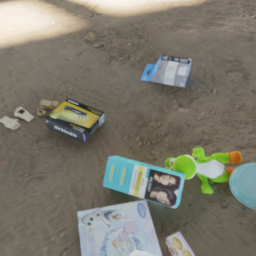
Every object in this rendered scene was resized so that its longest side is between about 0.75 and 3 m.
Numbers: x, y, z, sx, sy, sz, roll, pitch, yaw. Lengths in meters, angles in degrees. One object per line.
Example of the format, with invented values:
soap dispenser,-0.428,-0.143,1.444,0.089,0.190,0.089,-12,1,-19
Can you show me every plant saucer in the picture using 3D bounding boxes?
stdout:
plant saucer,4.156,1.799,8.810,1.828,1.828,0.329,22,37,21

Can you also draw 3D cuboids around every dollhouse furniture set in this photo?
dollhouse furniture set,-3.541,-0.817,12.588,0.813,0.452,0.719,11,70,10

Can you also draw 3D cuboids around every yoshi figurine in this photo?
yoshi figurine,2.543,1.383,9.527,2.545,1.425,1.430,-1,48,3

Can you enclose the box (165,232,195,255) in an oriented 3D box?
box,1.803,3.944,7.517,0.482,0.450,2.326,-18,47,-18

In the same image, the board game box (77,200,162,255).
board game box,-0.277,3.315,8.146,2.183,0.476,2.194,-8,45,-8

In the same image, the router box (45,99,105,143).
router box,-2.236,-0.349,11.892,1.999,0.522,1.571,21,48,20

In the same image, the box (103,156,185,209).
box,0.493,1.723,9.156,2.518,1.036,0.619,12,4,20

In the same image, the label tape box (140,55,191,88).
label tape box,1.956,-3.013,14.503,2.327,0.737,1.678,11,45,11

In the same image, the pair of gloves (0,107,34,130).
pair of gloves,-4.871,-0.418,12.207,1.004,0.207,1.181,32,54,29

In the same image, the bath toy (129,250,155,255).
bath toy,0.677,4.357,6.381,1.103,1.298,2.985,1,50,-17
